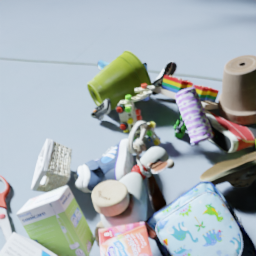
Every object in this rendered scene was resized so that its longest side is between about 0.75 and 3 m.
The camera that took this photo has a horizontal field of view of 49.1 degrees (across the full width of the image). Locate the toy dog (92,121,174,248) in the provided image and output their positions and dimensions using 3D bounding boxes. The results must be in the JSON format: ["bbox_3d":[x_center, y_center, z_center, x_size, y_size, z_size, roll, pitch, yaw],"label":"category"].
[{"bbox_3d":[0.409,1.410,6.144,1.397,1.913,2.900,16,56,27],"label":"toy dog"}]

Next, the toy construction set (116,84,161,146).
[{"bbox_3d":[0.358,-0.382,8.906,1.291,1.969,0.907,-1,13,18],"label":"toy construction set"}]

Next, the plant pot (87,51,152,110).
[{"bbox_3d":[-0.438,-1.561,10.557,1.916,1.990,1.990,-33,47,-15],"label":"plant pot"}]

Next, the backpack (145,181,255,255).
[{"bbox_3d":[1.456,2.195,5.424,1.716,1.378,1.876,-35,74,2],"label":"backpack"}]

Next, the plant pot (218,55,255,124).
[{"bbox_3d":[3.857,-1.370,9.253,1.981,1.728,1.981,-18,37,14],"label":"plant pot"}]

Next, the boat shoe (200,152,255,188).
[{"bbox_3d":[3.058,1.238,7.543,2.401,0.780,0.866,-15,0,-21],"label":"boat shoe"}]

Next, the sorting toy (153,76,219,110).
[{"bbox_3d":[2.317,-1.353,10.393,2.031,0.707,2.019,24,16,28],"label":"sorting toy"}]

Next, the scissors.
[{"bbox_3d":[-3.113,2.059,7.024,2.905,0.202,1.063,28,43,34],"label":"scissors"}]

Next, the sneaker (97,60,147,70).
[{"bbox_3d":[-0.202,-2.723,12.371,2.334,1.050,0.915,14,20,8],"label":"sneaker"}]

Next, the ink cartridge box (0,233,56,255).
[{"bbox_3d":[-1.836,3.030,4.659,1.419,0.819,1.943,21,64,19],"label":"ink cartridge box"}]

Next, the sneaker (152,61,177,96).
[{"bbox_3d":[1.444,-1.950,11.289,0.579,1.570,0.628,39,16,2],"label":"sneaker"}]

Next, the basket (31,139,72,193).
[{"bbox_3d":[-2.024,1.060,7.559,0.782,0.859,1.268,20,32,-21],"label":"basket"}]

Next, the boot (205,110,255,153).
[{"bbox_3d":[3.335,0.005,9.387,1.555,0.780,2.155,-7,36,-24],"label":"boot"}]

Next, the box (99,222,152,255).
[{"bbox_3d":[-0.061,2.579,5.142,0.865,1.686,0.798,-7,40,-8],"label":"box"}]

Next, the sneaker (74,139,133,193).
[{"bbox_3d":[-0.732,1.028,7.866,1.578,0.868,2.155,-10,21,10],"label":"sneaker"}]

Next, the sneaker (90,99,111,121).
[{"bbox_3d":[-0.940,-0.623,9.729,0.448,1.129,0.417,12,53,-30],"label":"sneaker"}]

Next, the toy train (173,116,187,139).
[{"bbox_3d":[2.038,-0.262,9.827,0.376,0.508,1.801,13,40,26],"label":"toy train"}]

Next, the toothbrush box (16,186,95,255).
[{"bbox_3d":[-1.453,2.053,5.782,1.006,1.382,0.595,-23,12,14],"label":"toothbrush box"}]

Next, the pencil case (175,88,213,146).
[{"bbox_3d":[2.029,-0.358,8.716,0.750,0.764,1.788,-13,81,-17],"label":"pencil case"}]
